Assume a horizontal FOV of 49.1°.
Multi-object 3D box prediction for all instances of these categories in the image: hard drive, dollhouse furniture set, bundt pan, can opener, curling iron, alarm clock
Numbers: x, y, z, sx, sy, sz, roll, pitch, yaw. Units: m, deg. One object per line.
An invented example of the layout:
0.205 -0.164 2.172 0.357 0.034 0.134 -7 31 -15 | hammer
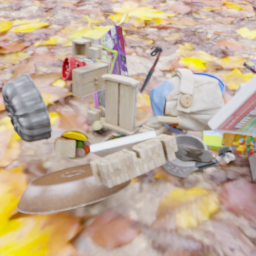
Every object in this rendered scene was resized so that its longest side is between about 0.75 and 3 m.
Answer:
-0.033 0.367 5.878 1.319 0.870 0.173 -13 75 8 | hard drive
-0.116 -1.089 6.995 2.414 2.059 1.179 20 33 29 | dollhouse furniture set
-2.466 -0.392 6.626 0.630 1.679 1.679 -23 47 -31 | bundt pan
1.680 0.622 5.450 0.820 0.216 0.273 -29 32 38 | can opener
0.516 -1.401 6.719 0.300 1.210 0.155 22 11 13 | curling iron
-0.733 -0.115 8.246 0.819 0.273 0.552 -31 42 17 | alarm clock

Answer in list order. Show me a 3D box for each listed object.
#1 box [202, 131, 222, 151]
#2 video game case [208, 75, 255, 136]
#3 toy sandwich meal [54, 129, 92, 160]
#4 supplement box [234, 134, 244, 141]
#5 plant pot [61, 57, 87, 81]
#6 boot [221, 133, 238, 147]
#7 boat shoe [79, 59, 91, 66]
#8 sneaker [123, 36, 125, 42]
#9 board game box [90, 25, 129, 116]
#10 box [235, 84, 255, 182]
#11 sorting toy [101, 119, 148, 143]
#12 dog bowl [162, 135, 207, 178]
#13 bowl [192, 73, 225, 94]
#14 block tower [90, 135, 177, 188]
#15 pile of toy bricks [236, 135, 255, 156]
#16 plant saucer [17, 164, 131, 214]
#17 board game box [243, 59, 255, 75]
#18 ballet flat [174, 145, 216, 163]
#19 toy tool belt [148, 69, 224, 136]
2.437 0.268 8.136 0.538 0.210 0.883 8 43 8 | box
2.911 -0.513 5.594 2.529 1.808 0.221 5 44 -42 | video game case
-1.330 0.443 6.766 0.931 0.931 0.319 0 25 0 | toy sandwich meal
3.559 -0.101 8.202 1.207 0.661 0.657 -5 42 -6 | supplement box
-1.710 -1.862 9.028 0.690 0.758 0.758 4 36 -31 | plant pot
2.725 0.209 7.206 0.307 0.873 0.625 18 82 -9 | boot
-1.163 -2.838 11.186 1.634 0.697 0.604 -2 42 -2 | boat shoe
-0.698 -4.144 12.837 1.139 0.403 0.557 34 50 30 | sneaker
-0.585 -1.662 8.450 0.390 1.451 2.417 6 72 -45 | board game box
4.116 0.047 7.352 2.066 0.545 2.650 -2 67 -1 | box
-0.097 0.136 7.743 1.099 1.187 0.217 -24 88 -26 | sorting toy
1.502 0.689 7.430 1.299 0.381 1.299 -5 42 5 | dog bowl
2.581 -1.420 9.918 1.599 0.314 1.599 0 42 0 | bowl
0.132 0.510 4.474 1.404 0.379 0.406 -19 13 -24 | block tower
2.870 0.294 6.638 0.465 0.414 0.838 12 32 34 | pile of toy bricks
-1.079 1.084 5.605 2.262 0.414 2.262 -12 3 1 | plant saucer
5.163 -2.340 11.052 0.674 0.181 1.123 -17 45 -12 | board game box
1.121 0.452 4.755 0.197 0.286 0.849 8 -4 -37 | ballet flat
1.010 -0.508 6.561 1.586 1.611 2.581 -17 9 -5 | toy tool belt
